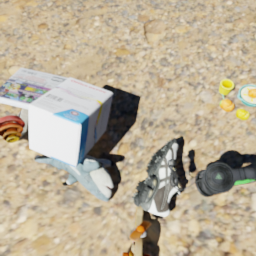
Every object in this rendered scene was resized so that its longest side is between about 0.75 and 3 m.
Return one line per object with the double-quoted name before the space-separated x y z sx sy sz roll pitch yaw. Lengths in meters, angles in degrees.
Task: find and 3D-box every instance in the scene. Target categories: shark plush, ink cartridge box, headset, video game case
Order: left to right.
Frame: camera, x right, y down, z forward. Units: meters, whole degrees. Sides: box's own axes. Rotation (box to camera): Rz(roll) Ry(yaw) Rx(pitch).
"video game case" -3.812 -1.551 11.333 2.444 0.281 2.227 14 44 8
"shark plush" -1.882 1.439 9.345 2.978 1.353 1.240 15 90 3
"ink cartridge box" -1.821 -0.281 9.206 1.725 1.717 2.351 21 35 11
"headset" 2.431 1.345 8.090 2.519 1.556 1.184 -5 71 -7

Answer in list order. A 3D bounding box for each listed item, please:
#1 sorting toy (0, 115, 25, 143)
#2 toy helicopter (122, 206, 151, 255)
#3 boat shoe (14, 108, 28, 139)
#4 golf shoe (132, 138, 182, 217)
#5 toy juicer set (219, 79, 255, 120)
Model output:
"sorting toy" -3.972 0.288 8.397 1.837 1.104 0.754 -26 67 12
"toy helicopter" 0.283 3.049 8.162 0.789 1.323 2.001 5 38 1
"boat shoe" -4.104 -0.143 10.707 0.522 0.445 1.560 28 59 -24
"golf shoe" 1.229 1.623 9.315 1.328 1.093 2.811 36 57 -6
"toy juicer set" 4.883 -1.036 11.048 2.612 0.711 1.662 12 58 7
